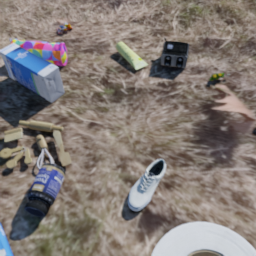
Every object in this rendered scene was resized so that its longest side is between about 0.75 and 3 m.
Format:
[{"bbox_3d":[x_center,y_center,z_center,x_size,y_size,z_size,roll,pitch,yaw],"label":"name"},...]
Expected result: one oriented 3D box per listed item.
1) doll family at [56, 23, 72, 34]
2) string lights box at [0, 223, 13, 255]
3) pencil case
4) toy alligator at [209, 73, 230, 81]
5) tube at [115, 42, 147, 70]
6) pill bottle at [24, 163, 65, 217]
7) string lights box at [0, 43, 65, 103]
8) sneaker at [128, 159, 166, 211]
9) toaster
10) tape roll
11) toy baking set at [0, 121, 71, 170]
[{"bbox_3d":[-3.405,-5.386,15.033,0.915,0.412,0.568,-31,57,-23],"label":"doll family"},{"bbox_3d":[-3.993,3.455,7.460,1.510,0.866,2.938,-28,56,-21],"label":"string lights box"},{"bbox_3d":[-4.185,-3.556,13.091,2.646,1.169,1.169,8,51,4],"label":"pencil case"},{"bbox_3d":[4.055,-2.338,12.544,1.026,0.340,0.247,-15,73,-13],"label":"toy alligator"},{"bbox_3d":[0.112,-3.443,13.438,0.541,0.484,1.865,-47,63,12],"label":"tube"},{"bbox_3d":[-2.598,1.930,8.743,0.842,0.842,1.505,10,51,8],"label":"pill bottle"},{"bbox_3d":[-4.077,-2.342,11.863,2.798,1.438,0.825,31,57,23],"label":"string lights box"},{"bbox_3d":[0.596,1.744,8.993,0.709,0.687,1.942,24,55,18],"label":"sneaker"},{"bbox_3d":[2.199,-3.506,13.235,1.228,0.806,1.358,9,51,7],"label":"toaster"},{"bbox_3d":[1.918,3.981,6.909,3.034,1.061,3.034,0,50,0],"label":"tape roll"},{"bbox_3d":[-3.271,0.657,10.174,2.789,0.324,2.140,5,54,4],"label":"toy baking set"}]
